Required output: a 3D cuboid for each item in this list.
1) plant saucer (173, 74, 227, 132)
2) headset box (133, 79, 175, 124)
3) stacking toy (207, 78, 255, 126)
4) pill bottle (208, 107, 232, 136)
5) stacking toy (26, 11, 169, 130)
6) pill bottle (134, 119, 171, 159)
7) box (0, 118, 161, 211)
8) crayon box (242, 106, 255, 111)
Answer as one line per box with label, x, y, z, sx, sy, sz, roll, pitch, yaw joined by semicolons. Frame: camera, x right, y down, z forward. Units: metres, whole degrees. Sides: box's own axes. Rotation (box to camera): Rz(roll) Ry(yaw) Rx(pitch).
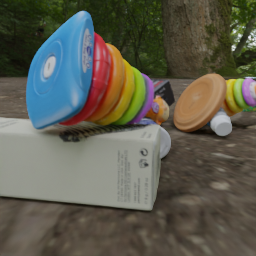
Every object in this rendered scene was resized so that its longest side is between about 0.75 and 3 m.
plant saucer;1.902;-0.739;7.760;0.293;1.818;1.818;31;1;-21
headset box;0.258;-0.829;8.627;1.564;0.812;2.101;-39;33;-29
stacking toy;3.244;-0.963;7.977;1.260;1.332;2.296;-27;9;-41
pill bottle;2.330;-0.191;7.212;0.499;0.499;0.862;0;32;-1
stacking toy;-0.130;-0.464;4.010;2.258;1.311;1.239;18;-24;-41
pill bottle;0.404;0.183;5.895;0.680;0.680;1.225;-2;12;-9
box;-0.935;0.430;4.128;2.769;0.947;1.138;3;12;9
crayon box;4.812;-0.873;11.506;0.531;0.261;0.894;-1;13;-7
